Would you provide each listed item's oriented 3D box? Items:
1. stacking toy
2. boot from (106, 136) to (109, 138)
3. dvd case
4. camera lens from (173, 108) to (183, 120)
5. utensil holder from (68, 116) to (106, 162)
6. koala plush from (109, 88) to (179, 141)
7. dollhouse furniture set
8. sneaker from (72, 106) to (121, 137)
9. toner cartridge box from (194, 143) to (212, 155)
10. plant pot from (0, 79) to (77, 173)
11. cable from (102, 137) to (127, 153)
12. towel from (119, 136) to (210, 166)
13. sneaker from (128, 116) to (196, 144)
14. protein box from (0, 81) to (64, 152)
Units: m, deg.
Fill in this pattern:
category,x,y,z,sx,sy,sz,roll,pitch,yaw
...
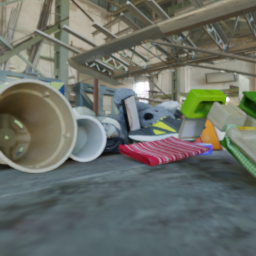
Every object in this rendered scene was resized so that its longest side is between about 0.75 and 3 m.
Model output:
category,x,y,z,sx,sy,sz,roll,pitch,yaw
stacking toy,1.953,0.196,9.321,2.399,1.753,1.753,-20,-5,18
boot,-0.281,0.391,12.974,1.690,0.634,0.906,-10,9,-24
dvd case,0.143,-0.212,9.494,0.149,1.699,1.212,-8,11,17
camera lens,1.973,-0.097,11.908,1.550,1.550,1.937,0,2,18
utensil holder,-1.299,0.262,7.039,1.081,1.081,1.271,-1,-1,-28
koala plush,0.749,-0.304,10.626,2.301,2.041,2.115,3,-14,27
dollhouse furniture set,1.873,0.451,4.162,1.517,1.162,2.316,-2,34,-23
sneaker,-1.078,0.119,8.899,0.870,0.968,2.242,-15,-23,35
toner cartridge box,1.627,0.613,7.941,1.375,0.297,0.653,-1,1,-26
plant pot,-2.232,0.087,5.722,1.756,1.756,1.607,-1,-10,-45
cable,-1.122,0.543,8.796,2.186,0.555,1.784,1,5,-42
towel,0.851,0.508,6.736,1.843,0.207,1.333,-8,15,-33
sneaker,1.034,0.082,8.668,2.101,0.889,0.782,-1,-16,13
protein box,-3.377,-0.393,9.638,1.502,2.210,2.226,-3,2,-43
